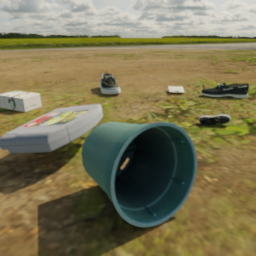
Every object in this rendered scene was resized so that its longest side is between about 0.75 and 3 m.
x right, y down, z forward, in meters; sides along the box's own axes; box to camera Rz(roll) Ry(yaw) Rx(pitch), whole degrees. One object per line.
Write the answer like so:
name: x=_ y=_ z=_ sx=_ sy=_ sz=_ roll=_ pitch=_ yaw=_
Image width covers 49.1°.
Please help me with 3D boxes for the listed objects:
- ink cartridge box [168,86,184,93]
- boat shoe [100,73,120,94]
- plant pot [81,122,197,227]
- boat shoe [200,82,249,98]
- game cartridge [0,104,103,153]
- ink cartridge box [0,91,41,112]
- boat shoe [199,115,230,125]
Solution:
ink cartridge box: x=2.649 y=-2.040 z=15.510 sx=0.833 sy=0.258 sz=1.028 roll=2 pitch=27 yaw=3
boat shoe: x=-1.140 y=-2.540 z=15.693 sx=0.997 sy=0.981 sz=2.766 roll=-7 pitch=21 yaw=-18
plant pot: x=0.047 y=0.707 z=5.746 sx=1.926 sy=1.926 sz=1.886 roll=-12 pitch=14 yaw=-30
boat shoe: x=5.025 y=-2.015 z=14.612 sx=2.424 sy=0.731 sz=0.916 roll=0 pitch=20 yaw=1
game cartridge: x=-1.933 y=-0.068 z=7.938 sx=1.865 sy=0.573 sz=2.801 roll=0 pitch=20 yaw=23
ink cartridge box: x=-4.829 y=-1.213 z=12.549 sx=1.499 sy=0.632 sz=1.095 roll=9 pitch=22 yaw=24
boat shoe: x=3.195 y=-0.252 z=10.347 sx=1.133 sy=0.389 sz=0.321 roll=-2 pitch=25 yaw=14
